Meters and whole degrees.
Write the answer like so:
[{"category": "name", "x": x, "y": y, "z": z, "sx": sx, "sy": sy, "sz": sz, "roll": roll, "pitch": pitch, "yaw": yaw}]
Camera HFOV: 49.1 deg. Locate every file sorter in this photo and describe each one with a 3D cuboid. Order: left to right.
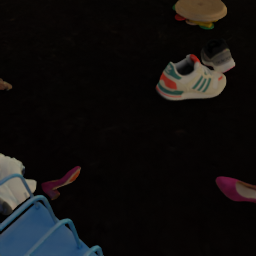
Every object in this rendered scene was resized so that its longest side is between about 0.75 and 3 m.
[{"category": "file sorter", "x": -1.545, "y": 2.487, "z": 4.673, "sx": 2.895, "sy": 1.776, "sz": 2.009, "roll": 32, "pitch": 57, "yaw": 24}]

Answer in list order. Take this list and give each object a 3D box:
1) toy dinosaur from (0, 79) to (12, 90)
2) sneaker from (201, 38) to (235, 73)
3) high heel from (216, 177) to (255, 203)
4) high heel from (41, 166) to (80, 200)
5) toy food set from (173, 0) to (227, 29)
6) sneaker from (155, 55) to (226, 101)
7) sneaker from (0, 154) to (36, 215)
[{"category": "toy dinosaur", "x": -4.646, "y": -1.205, "z": 8.628, "sx": 1.207, "sy": 0.764, "sz": 1.781, "roll": 35, "pitch": 63, "yaw": 19}, {"category": "sneaker", "x": 2.869, "y": -2.547, "z": 9.275, "sx": 0.781, "sy": 0.926, "sz": 2.116, "roll": -23, "pitch": 25, "yaw": 10}, {"category": "high heel", "x": 2.744, "y": 1.372, "z": 6.083, "sx": 1.563, "sy": 0.750, "sz": 0.526, "roll": 31, "pitch": 50, "yaw": 7}, {"category": "high heel", "x": -1.581, "y": 1.158, "z": 6.525, "sx": 1.031, "sy": 0.348, "sz": 0.496, "roll": -45, "pitch": 73, "yaw": 0}, {"category": "toy food set", "x": 3.079, "y": -5.103, "z": 12.126, "sx": 2.270, "sy": 0.552, "sz": 2.247, "roll": 30, "pitch": 55, "yaw": 24}, {"category": "sneaker", "x": 2.100, "y": -1.576, "z": 8.413, "sx": 2.567, "sy": 1.200, "sz": 0.904, "roll": -10, "pitch": 49, "yaw": -24}, {"category": "sneaker", "x": -3.105, "y": 1.041, "z": 6.711, "sx": 2.268, "sy": 0.845, "sz": 0.988, "roll": 40, "pitch": 48, "yaw": 22}]
